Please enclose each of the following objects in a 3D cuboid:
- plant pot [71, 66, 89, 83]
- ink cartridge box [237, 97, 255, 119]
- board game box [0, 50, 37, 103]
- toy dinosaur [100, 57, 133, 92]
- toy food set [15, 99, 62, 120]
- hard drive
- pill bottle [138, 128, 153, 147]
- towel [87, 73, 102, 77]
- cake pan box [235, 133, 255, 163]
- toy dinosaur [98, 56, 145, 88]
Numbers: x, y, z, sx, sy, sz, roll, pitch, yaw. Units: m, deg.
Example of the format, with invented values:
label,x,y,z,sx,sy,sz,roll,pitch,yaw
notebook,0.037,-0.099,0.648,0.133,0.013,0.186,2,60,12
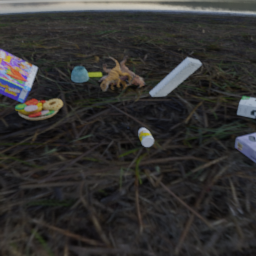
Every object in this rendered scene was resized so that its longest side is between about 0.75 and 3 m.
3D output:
label,x,y,z,sx,sy,sz,roll,pitch,yaw
plant pot,-2.805,-3.140,16.172,1.008,0.676,1.008,1,37,-1
ink cartridge box,5.629,-0.856,12.330,1.365,0.567,1.001,15,33,25
board game box,-3.719,-1.688,8.793,1.408,0.469,2.093,25,23,-23
toy dinosaur,-0.270,-1.362,7.004,0.730,0.415,1.375,34,42,-13
toy food set,-3.979,-0.865,12.483,1.814,0.441,1.796,11,31,18
hard drive,1.280,-1.329,7.547,0.181,1.356,0.894,56,31,13
pill bottle,0.631,0.331,10.368,0.441,0.441,0.782,-6,30,-11
towel,-2.311,-3.167,16.923,1.424,0.129,0.613,-4,35,-8
cake pan box,4.925,0.762,9.593,1.666,0.473,1.809,-14,32,-19
toy dinosaur,-0.496,-2.773,15.425,2.537,1.089,1.720,-16,68,8
